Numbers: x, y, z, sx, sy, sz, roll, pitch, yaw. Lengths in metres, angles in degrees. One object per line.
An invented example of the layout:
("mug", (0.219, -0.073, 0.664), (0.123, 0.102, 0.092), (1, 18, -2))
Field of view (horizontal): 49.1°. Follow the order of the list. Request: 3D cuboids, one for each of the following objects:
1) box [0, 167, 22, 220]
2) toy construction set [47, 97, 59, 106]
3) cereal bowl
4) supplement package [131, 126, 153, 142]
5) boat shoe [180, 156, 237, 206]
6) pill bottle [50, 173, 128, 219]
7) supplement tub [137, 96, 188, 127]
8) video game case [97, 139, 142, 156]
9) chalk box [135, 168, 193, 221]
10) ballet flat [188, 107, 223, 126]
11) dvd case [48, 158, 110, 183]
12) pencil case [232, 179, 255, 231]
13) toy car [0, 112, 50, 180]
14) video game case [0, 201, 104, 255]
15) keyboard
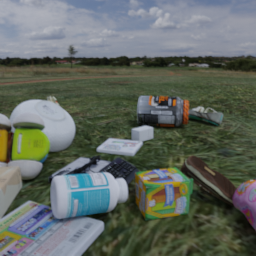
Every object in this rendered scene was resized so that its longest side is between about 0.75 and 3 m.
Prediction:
("box", (-3.706, 1.783, 7.833), (0.890, 0.729, 1.875), (-2, 15, -5))
("toy construction set", (-5.159, -0.835, 16.539), (1.931, 1.356, 2.944), (12, 30, 37))
("cereal bowl", (-3.589, -0.323, 12.289), (2.863, 1.192, 2.863), (25, 28, -14))
("supplement package", (0.694, 0.290, 13.584), (0.963, 0.563, 0.565), (-13, 20, -41))
("boat shoe", (2.315, 1.583, 8.026), (1.858, 0.687, 0.686), (42, 39, 8))
("pill bottle", (-0.947, 1.639, 6.968), (1.801, 0.998, 0.998), (1, 14, -25))
("supplement tub", (1.966, -0.923, 15.831), (2.780, 1.703, 1.703), (2, 16, 8))
("video game case", (-0.339, 0.828, 12.320), (1.637, 0.194, 1.490), (5, 16, 17))
("chalk box", (1.073, 1.727, 7.576), (1.584, 0.989, 0.982), (-5, 16, -13))
("ballet flat", (4.546, -0.828, 16.885), (0.917, 0.867, 2.721), (20, 2, -38))
("dvd case", (-1.527, 1.530, 9.679), (1.484, 0.244, 1.975), (6, 16, 22))
("pencil case", (3.262, 2.072, 6.335), (1.035, 1.035, 2.367), (0, 14, 0))
("toy car", (-3.994, 0.761, 9.852), (2.581, 2.259, 1.936), (-2, -21, -4))
("video game case", (-2.152, 2.521, 6.036), (2.332, 0.283, 2.562), (7, 18, 24))
("keyboard", (-0.855, 1.493, 9.020), (1.750, 0.284, 2.754), (22, 22, 18))
